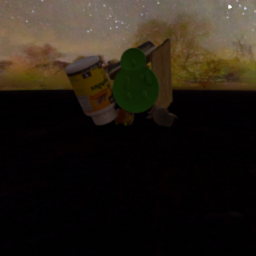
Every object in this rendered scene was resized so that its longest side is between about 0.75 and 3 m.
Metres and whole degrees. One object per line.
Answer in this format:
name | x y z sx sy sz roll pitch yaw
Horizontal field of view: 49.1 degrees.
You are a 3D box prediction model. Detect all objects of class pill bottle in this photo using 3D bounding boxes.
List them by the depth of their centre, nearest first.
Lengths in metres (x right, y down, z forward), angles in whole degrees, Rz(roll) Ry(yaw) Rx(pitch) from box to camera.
pill bottle | -1.296 -1.365 10.556 1.329 2.433 1.329 -18 25 9

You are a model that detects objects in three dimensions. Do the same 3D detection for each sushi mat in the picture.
sushi mat | 1.302 -1.842 10.778 0.170 2.816 1.347 18 45 30

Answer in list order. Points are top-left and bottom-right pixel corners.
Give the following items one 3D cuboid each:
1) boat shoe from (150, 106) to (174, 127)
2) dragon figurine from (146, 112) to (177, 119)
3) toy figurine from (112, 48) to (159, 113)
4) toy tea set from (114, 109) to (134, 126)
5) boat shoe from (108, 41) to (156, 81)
boat shoe | 1.177 -0.463 10.630 0.645 0.681 1.798 30 1 28
dragon figurine | 1.574 -0.613 13.240 1.407 0.414 0.700 -4 11 -15
toy figurine | 0.508 -1.828 11.047 1.752 2.334 2.148 -5 6 17
toy tea set | -0.119 -1.074 11.297 0.772 2.085 1.240 15 -11 -12
boat shoe | 0.138 -2.746 11.370 2.333 0.756 0.839 -32 -22 -4
